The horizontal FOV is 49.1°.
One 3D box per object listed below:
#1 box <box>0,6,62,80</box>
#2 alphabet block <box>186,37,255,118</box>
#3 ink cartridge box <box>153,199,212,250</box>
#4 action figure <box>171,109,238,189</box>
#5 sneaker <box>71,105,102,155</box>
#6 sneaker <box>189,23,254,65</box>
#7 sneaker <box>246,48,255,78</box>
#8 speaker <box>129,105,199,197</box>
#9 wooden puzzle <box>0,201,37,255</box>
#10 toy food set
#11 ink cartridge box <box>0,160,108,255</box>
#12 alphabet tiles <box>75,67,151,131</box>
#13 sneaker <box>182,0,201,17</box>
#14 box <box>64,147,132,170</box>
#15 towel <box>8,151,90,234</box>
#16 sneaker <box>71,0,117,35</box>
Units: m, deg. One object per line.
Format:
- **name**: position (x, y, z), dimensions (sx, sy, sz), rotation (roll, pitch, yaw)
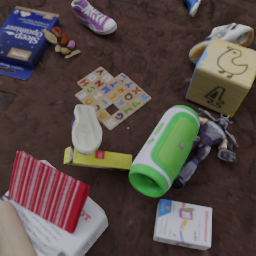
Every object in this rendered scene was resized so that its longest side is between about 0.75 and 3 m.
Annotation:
- **box**: position (-3.733, -3.071, 9.872), dimensions (1.753, 0.469, 2.895), rotation (14, 63, 7)
- **alphabet block**: position (2.809, -1.494, 8.362), dimensions (1.539, 1.511, 1.503), rotation (25, 63, 13)
- **ink cartridge box**: position (1.330, 2.329, 6.777), dimensions (1.289, 0.545, 0.931), rotation (10, 59, 3)
- **action figure**: position (1.974, 0.481, 7.620), dimensions (2.676, 0.928, 1.741), rotation (-40, 70, -19)
- **sneaker**: position (-1.018, 0.185, 6.572), dimensions (0.678, 0.764, 1.807), rotation (10, 31, -14)
- **sneaker**: position (3.038, -2.901, 9.666), dimensions (2.436, 0.921, 1.068), rotation (-22, 45, -13)
- **sneaker**: position (4.387, -1.876, 9.180), dimensions (1.809, 0.684, 0.793), rotation (29, 79, 20)
- **speaker**: position (0.931, 0.486, 6.729), dimensions (1.032, 1.032, 2.333), rotation (26, 53, 14)
- **wooden puzzle**: position (-2.900, 2.743, 5.200), dimensions (2.207, 0.511, 2.044), rotation (-31, 68, -13)
- **toy food set**: position (-2.327, -3.000, 9.833), dimensions (0.853, 0.211, 1.342), rotation (-34, 82, -29)
- **ink cartridge box**: position (-2.153, 2.543, 6.289), dimensions (2.140, 1.228, 2.947), rotation (36, 67, 18)
- **alphabet tiles**: position (-0.593, -1.105, 8.989), dimensions (1.745, 0.079, 2.088), rotation (-39, 68, -19)
- **sneaker**: position (2.360, -4.828, 10.783), dimensions (0.759, 0.524, 1.364), rotation (22, 59, 5)
- **box**: position (-0.766, 0.812, 7.224), dimensions (1.654, 0.623, 0.415), rotation (10, 75, -22)
- **towel**: position (-1.663, 1.314, 5.739), dimensions (1.704, 1.232, 0.192), rotation (24, 20, 13)
- **sneaker**: position (-1.285, -3.982, 9.885), dimensions (1.846, 1.052, 0.669), rotation (28, 78, 25)
